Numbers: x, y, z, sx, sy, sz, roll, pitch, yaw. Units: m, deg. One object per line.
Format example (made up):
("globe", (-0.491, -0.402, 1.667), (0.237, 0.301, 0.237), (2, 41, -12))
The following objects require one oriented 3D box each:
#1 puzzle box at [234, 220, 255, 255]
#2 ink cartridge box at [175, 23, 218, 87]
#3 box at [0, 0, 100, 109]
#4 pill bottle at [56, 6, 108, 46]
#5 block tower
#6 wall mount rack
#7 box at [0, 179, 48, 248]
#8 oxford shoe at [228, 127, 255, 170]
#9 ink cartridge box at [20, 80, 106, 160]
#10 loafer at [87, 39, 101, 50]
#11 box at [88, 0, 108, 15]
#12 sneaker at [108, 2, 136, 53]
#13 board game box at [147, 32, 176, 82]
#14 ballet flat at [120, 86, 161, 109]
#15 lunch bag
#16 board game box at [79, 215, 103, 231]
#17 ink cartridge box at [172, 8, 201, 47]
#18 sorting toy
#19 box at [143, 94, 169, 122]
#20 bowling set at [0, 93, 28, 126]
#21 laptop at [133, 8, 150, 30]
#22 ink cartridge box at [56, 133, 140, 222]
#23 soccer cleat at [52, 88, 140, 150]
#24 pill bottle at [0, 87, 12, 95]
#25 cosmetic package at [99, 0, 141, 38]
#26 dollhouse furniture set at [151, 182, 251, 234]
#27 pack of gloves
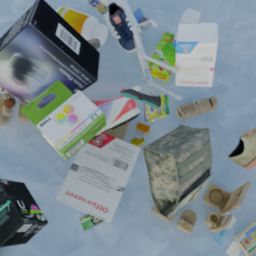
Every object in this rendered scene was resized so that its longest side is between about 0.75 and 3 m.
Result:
("puzzle box", (4.536, 3.761, 9.556), (1.565, 0.199, 1.041), (-32, 76, -14))
("ink cartridge box", (2.047, -2.109, 8.549), (1.134, 1.765, 1.105), (5, 49, 12))
("box", (-2.777, -2.116, 9.174), (2.640, 2.662, 1.640), (-28, 43, 29))
("pill bottle", (-2.157, -4.577, 12.829), (2.316, 1.286, 1.286), (24, 68, 10))
("block tower", (2.858, -0.828, 11.573), (1.690, 0.488, 0.456), (-17, 66, -6))
("wall mount rack", (0.923, -2.109, 9.139), (0.985, 2.641, 2.295), (-18, 63, 6))
("box", (-3.062, 2.229, 7.426), (0.908, 1.085, 1.461), (-43, 65, 1))
("oxford shoe", (4.061, 0.334, 8.799), (0.848, 2.296, 0.813), (22, 25, -9))
("ink cartridge box", (-1.899, -0.407, 7.886), (2.126, 0.805, 1.572), (43, 73, 12))
("loafer", (-1.822, -2.818, 10.760), (1.771, 0.637, 0.557), (-23, 66, 0))
("box", (-1.154, -4.682, 10.687), (0.287, 0.818, 0.263), (-31, 56, 29))
("sneaker", (-0.277, -3.964, 10.959), (0.842, 0.949, 2.246), (-30, 67, 10))
("board game box", (1.719, -3.238, 12.644), (1.126, 0.528, 2.217), (24, 68, 10))
("ballet flat", (0.351, -0.847, 7.267), (1.120, 0.409, 0.409), (20, 67, 2))
("lunch bag", (1.449, 1.210, 7.578), (1.713, 2.088, 1.228), (-26, 24, -37))
("board game box", (-1.252, 3.244, 9.913), (0.847, 0.099, 0.444), (-23, 70, -10))
("ink cartridge box", (2.113, -3.584, 10.177), (0.508, 1.200, 0.867), (25, 46, 11))
("sorting toy", (-0.611, 0.149, 11.233), (2.719, 0.364, 2.025), (19, 69, 2))
("box", (1.002, -0.689, 9.870), (0.305, 1.263, 0.741), (7, 74, -31))
("bowling set", (-4.324, -1.060, 11.128), (2.289, 1.593, 1.229), (-7, 64, -7))
("laptop", (0.673, -5.316, 13.639), (0.788, 0.457, 0.738), (30, 69, 13))
("ink cartridge box", (-0.995, 1.665, 9.830), (1.950, 1.132, 2.703), (23, 69, 3))
("soccer cleat", (-1.095, -0.237, 8.826), (2.958, 1.009, 1.082), (-26, 89, -13))
("pill bottle", (-5.214, -2.050, 11.624), (2.223, 1.266, 1.266), (10, 66, 8))
("cosmetic package", (-0.421, -5.175, 13.008), (0.924, 1.285, 2.276), (-35, 62, 32))
("dollhouse furniture set", (2.320, 2.366, 9.360), (2.230, 1.817, 2.121), (30, 69, 13))
("pack of gloves", (3.578, 3.690, 9.629), (1.028, 0.242, 1.224), (33, 70, 15))
